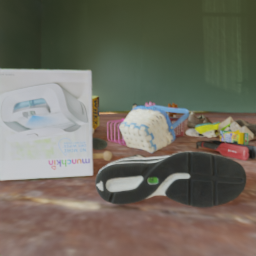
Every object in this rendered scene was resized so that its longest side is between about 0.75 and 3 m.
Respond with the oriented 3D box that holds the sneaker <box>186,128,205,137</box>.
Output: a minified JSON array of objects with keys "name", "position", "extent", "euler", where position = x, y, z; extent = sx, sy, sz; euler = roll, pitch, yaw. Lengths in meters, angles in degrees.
[{"name":"sneaker","position":[3.371,0.255,13.900],"extent":[1.051,0.392,0.458],"euler":[2,11,23]}]

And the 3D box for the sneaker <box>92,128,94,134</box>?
[{"name":"sneaker","position":[-2.126,0.346,9.083],"extent":[1.980,1.129,0.718],"euler":[6,8,1]}]

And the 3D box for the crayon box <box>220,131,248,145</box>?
[{"name":"crayon box","position":[3.902,0.458,10.367],"extent":[0.259,0.632,1.006],"euler":[-4,7,-38]}]

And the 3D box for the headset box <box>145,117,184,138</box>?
[{"name":"headset box","position":[1.407,-0.030,13.624],"extent":[1.910,0.964,2.570],"euler":[6,7,39]}]

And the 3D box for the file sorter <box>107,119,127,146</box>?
[{"name":"file sorter","position":[-0.195,0.181,11.684],"extent":[0.871,0.965,1.389],"euler":[-7,8,-30]}]

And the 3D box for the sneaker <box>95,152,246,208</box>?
[{"name":"sneaker","position":[0.759,0.781,5.304],"extent":[2.546,0.961,1.465],"euler":[-2,7,5]}]

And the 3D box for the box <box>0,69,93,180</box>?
[{"name":"box","position":[-2.284,-0.105,6.687],"extent":[2.786,2.458,1.347],"euler":[0,5,-12]}]

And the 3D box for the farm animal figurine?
[{"name":"farm animal figurine","position":[1.655,-0.598,17.684],"extent":[2.911,1.518,2.879],"euler":[-1,-8,3]}]

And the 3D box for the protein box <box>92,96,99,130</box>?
[{"name":"protein box","position":[-3.197,-0.785,15.809],"extent":[2.684,1.811,2.665],"euler":[1,12,6]}]

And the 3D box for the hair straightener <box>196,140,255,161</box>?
[{"name":"hair straightener","position":[3.251,0.702,9.414],"extent":[0.925,0.492,2.403],"euler":[-3,2,-30]}]

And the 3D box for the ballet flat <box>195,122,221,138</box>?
[{"name":"ballet flat","position":[3.995,0.119,13.525],"extent":[2.071,0.694,0.692],"euler":[-6,-12,-45]}]

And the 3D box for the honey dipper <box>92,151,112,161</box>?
[{"name":"honey dipper","position":[-1.658,0.813,7.956],"extent":[2.491,0.473,0.473],"euler":[1,5,-17]}]

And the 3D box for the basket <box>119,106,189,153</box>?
[{"name":"basket","position":[0.895,-0.141,10.240],"extent":[1.923,1.517,2.181],"euler":[11,45,48]}]

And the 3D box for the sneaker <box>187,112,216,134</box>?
[{"name":"sneaker","position":[4.024,-0.231,14.528],"extent":[2.235,0.844,0.787],"euler":[13,-5,-33]}]

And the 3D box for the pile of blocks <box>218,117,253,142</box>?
[{"name":"pile of blocks","position":[4.780,0.309,12.508],"extent":[0.756,0.998,2.432],"euler":[42,11,-10]}]

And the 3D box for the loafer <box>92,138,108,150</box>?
[{"name":"loafer","position":[-1.300,0.585,10.330],"extent":[1.203,0.432,0.378],"euler":[-1,-1,14]}]

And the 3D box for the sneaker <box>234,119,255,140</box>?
[{"name":"sneaker","position":[5.696,0.228,12.911],"extent":[0.980,0.914,2.595],"euler":[19,4,-10]}]
